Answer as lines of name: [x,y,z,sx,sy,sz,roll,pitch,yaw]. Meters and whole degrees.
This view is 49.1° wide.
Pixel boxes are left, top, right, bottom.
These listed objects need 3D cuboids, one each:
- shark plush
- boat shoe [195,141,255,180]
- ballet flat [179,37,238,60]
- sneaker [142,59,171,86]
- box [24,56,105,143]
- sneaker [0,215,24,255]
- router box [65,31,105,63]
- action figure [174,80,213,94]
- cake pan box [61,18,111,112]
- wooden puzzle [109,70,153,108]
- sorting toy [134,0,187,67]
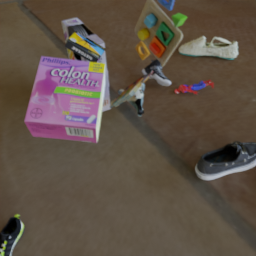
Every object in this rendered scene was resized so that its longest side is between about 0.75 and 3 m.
shark plush: [0.391,-0.863,9.042,0.931,0.853,2.048,-26,23,-6]
boat shoe: [2.896,0.750,7.843,2.261,0.749,0.791,-14,43,-16]
ballet flat: [3.768,-3.829,13.086,2.705,0.971,0.971,9,41,11]
sneaker: [1.259,-2.257,11.174,1.439,0.543,0.819,34,90,34]
box: [-1.496,-0.715,7.134,1.667,0.916,1.895,7,65,-2]
sneaker: [-2.701,2.475,5.996,0.471,0.544,1.313,6,41,7]
router box: [-1.158,-2.190,7.662,0.953,0.243,0.711,29,39,-10]
action figure: [2.512,-1.535,10.815,1.476,0.382,0.483,-9,36,-3]
cake pan box: [-1.458,-2.238,9.832,0.704,2.691,2.478,-22,46,-20]
wooden puzzle: [0.028,-1.058,8.222,0.123,1.750,1.038,48,53,-13]
sorting toy: [0.750,-2.725,8.170,0.384,2.816,1.585,-31,81,-24]
